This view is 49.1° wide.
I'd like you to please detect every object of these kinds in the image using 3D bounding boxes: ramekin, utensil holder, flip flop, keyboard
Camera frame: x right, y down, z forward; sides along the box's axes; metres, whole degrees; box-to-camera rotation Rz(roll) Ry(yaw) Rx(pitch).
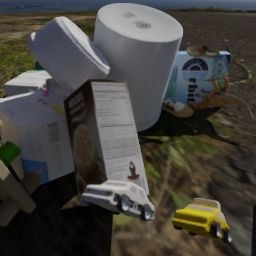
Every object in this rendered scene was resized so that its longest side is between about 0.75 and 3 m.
[{"bbox_3d":[-1.100,-1.450,5.659,0.796,1.709,1.709,-40,25,13],"label":"ramekin"},{"bbox_3d":[0.086,-1.597,7.582,2.290,2.695,2.290,8,44,-7],"label":"utensil holder"},{"bbox_3d":[2.232,-2.309,8.345,0.972,0.280,0.394,13,61,19],"label":"flip flop"},{"bbox_3d":[-1.831,-0.739,7.473,0.657,2.333,0.124,-13,72,-18],"label":"keyboard"}]

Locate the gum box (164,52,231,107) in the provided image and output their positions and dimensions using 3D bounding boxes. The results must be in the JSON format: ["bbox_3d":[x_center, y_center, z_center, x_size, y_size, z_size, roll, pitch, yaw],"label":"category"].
[{"bbox_3d":[2.096,-1.561,9.118,2.091,1.776,0.466,0,27,2],"label":"gum box"}]

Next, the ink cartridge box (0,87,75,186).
[{"bbox_3d":[-1.501,0.028,6.295,2.292,1.473,1.435,-19,36,-34],"label":"ink cartridge box"}]

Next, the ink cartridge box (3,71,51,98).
[{"bbox_3d":[-3.405,-1.477,10.088,1.269,0.731,1.739,5,28,9],"label":"ink cartridge box"}]

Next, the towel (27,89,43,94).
[{"bbox_3d":[-3.236,-0.332,6.719,1.639,0.266,2.232,-18,11,36],"label":"towel"}]

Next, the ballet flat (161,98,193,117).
[{"bbox_3d":[1.433,-0.644,8.664,0.444,0.408,1.293,-46,35,-15],"label":"ballet flat"}]

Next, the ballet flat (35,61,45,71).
[{"bbox_3d":[-3.849,-2.693,12.887,0.506,0.551,1.606,15,17,-39],"label":"ballet flat"}]

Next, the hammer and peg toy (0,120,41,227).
[{"bbox_3d":[-2.844,0.222,4.480,2.170,2.950,1.040,14,51,27],"label":"hammer and peg toy"}]

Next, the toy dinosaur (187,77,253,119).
[{"bbox_3d":[2.797,-0.910,8.371,0.680,1.195,2.251,-13,9,-34],"label":"toy dinosaur"}]

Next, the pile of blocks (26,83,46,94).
[{"bbox_3d":[-2.013,-1.072,8.832,0.892,1.179,2.872,27,51,23],"label":"pile of blocks"}]

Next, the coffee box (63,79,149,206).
[{"bbox_3d":[-0.437,0.283,4.901,0.789,1.979,1.132,-5,-12,-36],"label":"coffee box"}]

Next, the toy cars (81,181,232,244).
[{"bbox_3d":[0.493,1.056,3.760,2.252,1.010,0.499,18,69,-10],"label":"toy cars"}]
